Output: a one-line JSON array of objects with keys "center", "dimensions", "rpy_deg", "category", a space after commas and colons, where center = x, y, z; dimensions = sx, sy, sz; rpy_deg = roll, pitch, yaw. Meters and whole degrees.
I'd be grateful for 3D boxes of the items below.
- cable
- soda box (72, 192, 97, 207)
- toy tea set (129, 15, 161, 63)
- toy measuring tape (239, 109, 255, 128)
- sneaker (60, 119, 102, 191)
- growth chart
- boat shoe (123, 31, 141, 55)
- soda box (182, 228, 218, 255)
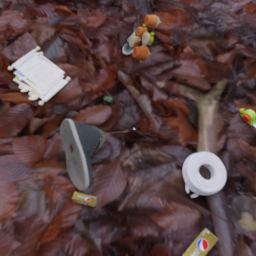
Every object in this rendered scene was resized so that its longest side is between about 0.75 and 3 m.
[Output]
[{"center": [2.652, 1.576, 9.802], "dimensions": [1.526, 0.529, 1.527], "rpy_deg": [-7, 69, -14], "category": "cable"}, {"center": [-1.490, 2.449, 9.579], "dimensions": [0.802, 0.257, 0.272], "rpy_deg": [10, 50, 11], "category": "soda box"}, {"center": [0.804, -3.747, 11.788], "dimensions": [0.767, 2.073, 1.233], "rpy_deg": [0, 70, -27], "category": "toy tea set"}, {"center": [5.029, -0.301, 11.144], "dimensions": [0.518, 0.518, 1.408], "rpy_deg": [-35, 66, -18], "category": "toy measuring tape"}, {"center": [-1.185, 0.744, 8.412], "dimensions": [1.209, 0.851, 2.276], "rpy_deg": [8, 53, -42], "category": "sneaker"}, {"center": [-4.019, -2.337, 12.423], "dimensions": [2.087, 0.256, 2.883], "rpy_deg": [-40, 68, -19], "category": "growth chart"}, {"center": [0.165, -4.077, 13.278], "dimensions": [0.517, 0.466, 1.462], "rpy_deg": [23, 63, 12], "category": "boat shoe"}, {"center": [2.143, 3.890, 8.786], "dimensions": [1.452, 0.465, 0.492], "rpy_deg": [-41, 67, -20], "category": "soda box"}]
